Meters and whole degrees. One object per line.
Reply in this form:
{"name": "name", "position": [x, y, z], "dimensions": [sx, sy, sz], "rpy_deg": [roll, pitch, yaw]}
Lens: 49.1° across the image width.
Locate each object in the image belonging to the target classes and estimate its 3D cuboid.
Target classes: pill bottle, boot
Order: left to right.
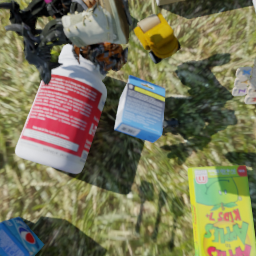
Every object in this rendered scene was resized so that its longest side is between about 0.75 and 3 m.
{"name": "pill bottle", "position": [-1.386, -0.435, 6.440], "dimensions": [1.515, 1.515, 2.699], "rpy_deg": [17, 79, 3]}
{"name": "boot", "position": [-0.480, -1.473, 3.629], "dimensions": [0.834, 1.078, 0.389], "rpy_deg": [-2, 63, 12]}

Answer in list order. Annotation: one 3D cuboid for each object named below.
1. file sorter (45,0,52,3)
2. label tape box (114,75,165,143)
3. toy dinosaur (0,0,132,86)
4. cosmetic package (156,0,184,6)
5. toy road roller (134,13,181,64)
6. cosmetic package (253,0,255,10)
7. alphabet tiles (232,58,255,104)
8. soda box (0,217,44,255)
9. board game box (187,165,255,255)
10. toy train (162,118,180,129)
{"name": "file sorter", "position": [-0.690, -1.858, 2.972], "dimensions": [0.512, 0.567, 0.816], "rpy_deg": [-8, 47, 26]}
{"name": "label tape box", "position": [0.206, -0.310, 4.418], "dimensions": [0.668, 0.308, 0.932], "rpy_deg": [19, 55, -15]}
{"name": "toy dinosaur", "position": [-0.983, -1.960, 4.832], "dimensions": [1.996, 1.503, 2.942], "rpy_deg": [-30, 125, -1]}
{"name": "cosmetic package", "position": [1.850, -4.261, 7.491], "dimensions": [2.433, 0.865, 1.280], "rpy_deg": [-11, 79, -2]}
{"name": "toy road roller", "position": [0.638, -2.025, 6.055], "dimensions": [0.682, 0.811, 1.111], "rpy_deg": [-32, 79, 3]}
{"name": "cosmetic package", "position": [2.962, -1.354, 3.573], "dimensions": [2.228, 0.576, 1.680], "rpy_deg": [-15, 75, 40]}
{"name": "alphabet tiles", "position": [2.665, -0.929, 5.453], "dimensions": [1.147, 1.173, 0.086], "rpy_deg": [-5, 47, 4]}
{"name": "soda box", "position": [-3.322, 3.362, 5.972], "dimensions": [2.992, 1.015, 0.960], "rpy_deg": [-44, 82, -7]}
{"name": "board game box", "position": [2.141, 2.122, 6.428], "dimensions": [1.243, 0.583, 2.447], "rpy_deg": [-3, 79, -1]}
{"name": "toy train", "position": [0.570, -0.063, 6.984], "dimensions": [1.436, 0.329, 0.245], "rpy_deg": [-5, 83, 2]}
